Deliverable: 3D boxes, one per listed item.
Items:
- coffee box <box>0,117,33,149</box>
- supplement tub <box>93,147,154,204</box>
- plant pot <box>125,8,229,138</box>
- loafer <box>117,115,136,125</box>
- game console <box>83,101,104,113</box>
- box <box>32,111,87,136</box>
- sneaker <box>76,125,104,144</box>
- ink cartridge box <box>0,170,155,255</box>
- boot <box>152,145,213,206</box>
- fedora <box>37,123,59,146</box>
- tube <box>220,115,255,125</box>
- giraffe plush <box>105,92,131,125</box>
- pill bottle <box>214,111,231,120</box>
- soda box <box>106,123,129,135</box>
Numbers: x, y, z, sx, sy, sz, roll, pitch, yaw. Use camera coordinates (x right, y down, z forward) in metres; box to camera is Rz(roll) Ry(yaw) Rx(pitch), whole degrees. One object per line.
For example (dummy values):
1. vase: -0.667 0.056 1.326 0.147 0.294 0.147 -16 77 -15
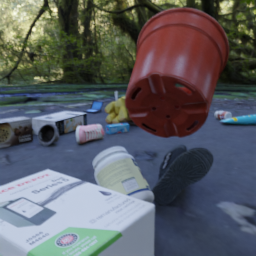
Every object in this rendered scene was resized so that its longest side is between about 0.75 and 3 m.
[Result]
1. coffee box: -4.302 0.161 10.025 0.648 0.918 1.624 10 15 39
2. supplement tub: -0.126 1.011 5.212 0.838 0.838 1.156 -8 53 -32
3. plant pot: 0.865 -0.946 5.373 1.953 1.953 1.899 4 45 19
4. loafer: -0.005 -0.780 14.113 1.055 1.026 2.890 -12 17 -43
5. game console: -2.159 -1.307 17.444 1.064 0.630 0.909 8 15 41
6. box: -2.961 -0.217 12.340 1.307 0.674 2.241 6 13 26
7. sneaker: -1.393 0.190 10.563 0.857 0.617 1.640 -4 7 8
8. ink cartridge box: -1.027 1.461 3.845 2.291 0.962 1.666 9 15 35
9. boot: 1.220 0.785 6.285 1.527 0.608 1.852 -43 -3 19
10. fedora: -2.840 0.287 10.224 0.966 0.855 0.436 14 -12 32
11. tube: 5.611 -0.352 13.609 2.117 0.534 0.820 -3 -2 7
12. giraffe plush: -0.203 -0.787 12.909 1.333 1.545 1.253 8 -2 39
13. pill bottle: 4.998 -0.637 14.808 0.475 0.475 0.848 -6 13 -25
14. soda box: -0.450 0.030 11.993 1.003 0.340 0.322 -8 15 -33
